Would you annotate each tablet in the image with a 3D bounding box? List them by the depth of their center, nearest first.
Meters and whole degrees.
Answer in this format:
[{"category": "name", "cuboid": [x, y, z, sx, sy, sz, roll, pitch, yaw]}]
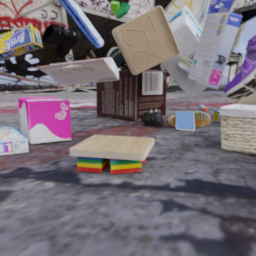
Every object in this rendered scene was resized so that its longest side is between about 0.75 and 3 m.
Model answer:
[{"category": "tablet", "cuboid": [2.148, -0.265, 10.575, 0.695, 0.073, 1.068, 5, 42, 6]}]

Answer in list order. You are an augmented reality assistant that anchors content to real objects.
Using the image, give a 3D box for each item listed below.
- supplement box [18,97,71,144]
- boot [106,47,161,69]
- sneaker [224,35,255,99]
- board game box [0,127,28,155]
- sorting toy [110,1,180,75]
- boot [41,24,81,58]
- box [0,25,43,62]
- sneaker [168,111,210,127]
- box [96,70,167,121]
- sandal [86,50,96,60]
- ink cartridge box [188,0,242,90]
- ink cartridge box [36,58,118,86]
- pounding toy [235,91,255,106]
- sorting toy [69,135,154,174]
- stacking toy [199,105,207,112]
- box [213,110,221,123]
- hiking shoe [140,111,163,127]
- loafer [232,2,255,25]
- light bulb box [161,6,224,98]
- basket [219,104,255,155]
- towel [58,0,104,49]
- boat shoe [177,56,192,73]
[{"category": "supplement box", "cuboid": [-2.771, -0.329, 9.074, 1.263, 1.236, 2.443, -4, 10, -25]}, {"category": "boot", "cuboid": [0.293, -2.759, 11.095, 1.740, 0.831, 2.303, 11, 29, 23]}, {"category": "sneaker", "cuboid": [2.273, -1.213, 4.913, 0.666, 1.653, 0.690, 9, 35, -48]}, {"category": "board game box", "cuboid": [-3.720, 0.349, 7.636, 1.468, 0.374, 2.184, -5, 11, -31]}, {"category": "sorting toy", "cuboid": [0.429, -3.179, 9.182, 1.800, 2.435, 0.358, -23, 19, 13]}, {"category": "boot", "cuboid": [-1.607, -1.966, 6.371, 0.932, 0.345, 0.763, -30, -14, 38]}, {"category": "box", "cuboid": [-2.806, -2.034, 6.825, 1.333, 0.467, 0.429, -13, -3, 12]}, {"category": "sneaker", "cuboid": [2.442, -0.384, 11.324, 1.684, 0.637, 0.738, 0, 9, -6]}, {"category": "box", "cuboid": [0.150, -1.696, 14.041, 2.817, 2.313, 2.337, 9, 13, 43]}, {"category": "sandal", "cuboid": [-1.150, -2.094, 8.477, 0.242, 0.363, 0.888, -34, 13, -14]}, {"category": "ink cartridge box", "cuboid": [2.300, -2.240, 7.475, 0.464, 2.211, 1.320, 8, 18, -12]}, {"category": "ink cartridge box", "cuboid": [-1.182, -1.476, 6.913, 1.635, 0.366, 1.441, -4, -11, 10]}, {"category": "pounding toy", "cuboid": [4.015, -0.578, 8.361, 1.756, 1.356, 0.815, 35, 36, -8]}, {"category": "sorting toy", "cuboid": [-0.266, 0.563, 5.911, 1.456, 0.510, 1.465, 3, 10, 13]}, {"category": "stacking toy", "cuboid": [4.622, -1.175, 17.121, 0.362, 0.362, 0.847, -1, 13, -3]}, {"category": "box", "cuboid": [4.638, -0.398, 11.701, 1.361, 0.561, 2.319, -1, 11, -5]}, {"category": "hiking shoe", "cuboid": [0.942, -0.334, 11.419, 0.837, 0.629, 1.662, -6, 0, -1]}, {"category": "loafer", "cuboid": [3.349, -3.237, 8.023, 1.266, 0.455, 0.398, -14, 31, 47]}, {"category": "light bulb box", "cuboid": [2.301, -2.997, 10.922, 1.580, 2.510, 2.532, -31, 25, 29]}, {"category": "basket", "cuboid": [3.403, 0.038, 7.168, 1.856, 1.145, 1.258, 8, 12, 38]}, {"category": "towel", "cuboid": [-1.458, -3.419, 9.231, 0.297, 1.835, 2.498, -35, 18, 10]}, {"category": "boat shoe", "cuboid": [2.282, -2.070, 9.705, 1.171, 0.363, 0.421, 28, 38, 0]}]
